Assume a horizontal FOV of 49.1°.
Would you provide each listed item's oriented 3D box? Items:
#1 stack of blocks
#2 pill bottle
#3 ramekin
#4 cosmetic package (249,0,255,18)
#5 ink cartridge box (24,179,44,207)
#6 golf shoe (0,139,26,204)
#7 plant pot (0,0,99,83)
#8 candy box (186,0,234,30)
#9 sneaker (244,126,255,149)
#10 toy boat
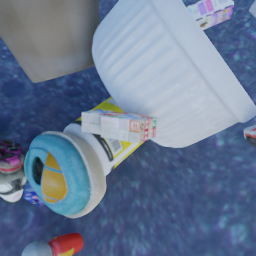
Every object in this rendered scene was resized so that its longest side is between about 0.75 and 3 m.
[{"bbox_3d":[-0.136,-0.035,3.182,0.804,0.463,0.235,9,102,27],"label":"stack of blocks"},{"bbox_3d":[-0.200,-0.045,6.238,1.284,1.284,2.247,38,54,19],"label":"pill bottle"},{"bbox_3d":[0.618,-0.890,4.157,1.319,2.514,2.514,-36,61,22],"label":"ramekin"},{"bbox_3d":[3.582,-2.476,4.928,1.532,1.857,1.531,-26,74,-20],"label":"cosmetic package"},{"bbox_3d":[-2.004,1.305,6.031,0.293,0.523,0.766,-7,61,1],"label":"ink cartridge box"},{"bbox_3d":[-3.158,0.646,6.103,0.983,1.247,2.709,-17,34,-42],"label":"golf shoe"},{"bbox_3d":[-1.245,-1.735,4.476,2.014,1.748,2.014,-15,18,5],"label":"plant pot"},{"bbox_3d":[1.479,-2.156,5.335,0.914,0.767,0.327,-20,88,14],"label":"candy box"},{"bbox_3d":[2.122,0.522,2.933,0.935,2.426,0.993,-13,105,-11],"label":"sneaker"},{"bbox_3d":[-1.320,1.327,5.094,1.150,2.474,2.079,-3,10,-43],"label":"toy boat"}]
